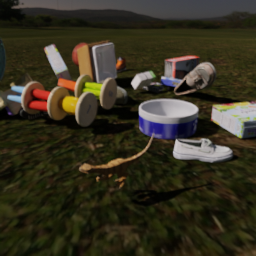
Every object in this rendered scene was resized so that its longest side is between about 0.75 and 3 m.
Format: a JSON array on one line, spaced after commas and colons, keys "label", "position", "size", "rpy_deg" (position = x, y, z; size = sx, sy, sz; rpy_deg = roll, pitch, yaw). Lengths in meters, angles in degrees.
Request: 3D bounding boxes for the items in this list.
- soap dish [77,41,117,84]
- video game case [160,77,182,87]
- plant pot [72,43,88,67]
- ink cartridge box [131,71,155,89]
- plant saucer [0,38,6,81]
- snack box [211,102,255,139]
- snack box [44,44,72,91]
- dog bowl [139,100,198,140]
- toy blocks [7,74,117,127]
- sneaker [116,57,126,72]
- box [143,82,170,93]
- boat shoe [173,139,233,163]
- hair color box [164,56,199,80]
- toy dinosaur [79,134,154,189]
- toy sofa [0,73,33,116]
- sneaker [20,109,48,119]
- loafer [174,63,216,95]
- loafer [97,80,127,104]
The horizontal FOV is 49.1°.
[{"label": "soap dish", "position": [-1.487, -3.135, 13.741], "size": [1.049, 2.033, 2.583], "rpy_deg": [2, 21, 19]}, {"label": "video game case", "position": [2.167, -2.133, 13.171], "size": [1.260, 0.286, 1.142], "rpy_deg": [11, 16, 5]}, {"label": "plant pot", "position": [-2.501, -4.417, 17.819], "size": [1.585, 1.585, 1.542], "rpy_deg": [-15, 34, -33]}, {"label": "ink cartridge box", "position": [0.671, -2.107, 12.413], "size": [0.895, 0.651, 0.376], "rpy_deg": [-20, 71, -34]}, {"label": "plant saucer", "position": [-4.961, -2.334, 9.486], "size": [0.367, 2.678, 2.678], "rpy_deg": [9, 23, 11]}, {"label": "snack box", "position": [3.924, -0.318, 8.588], "size": [2.173, 0.576, 1.545], "rpy_deg": [-7, 24, -15]}, {"label": "snack box", "position": [-2.793, -2.423, 11.414], "size": [0.501, 1.248, 1.479], "rpy_deg": [-28, 64, -9]}, {"label": "dog bowl", "position": [1.200, -0.298, 8.467], "size": [1.742, 0.686, 1.742], "rpy_deg": [0, 22, 0]}, {"label": "toy blocks", "position": [-2.172, -1.120, 9.219], "size": [2.924, 1.062, 2.437], "rpy_deg": [13, 31, 21]}, {"label": "sneaker", "position": [-0.617, -3.925, 17.304], "size": [0.574, 0.830, 1.481], "rpy_deg": [11, 24, 25]}, {"label": "box", "position": [1.311, -1.879, 13.028], "size": [0.806, 0.223, 1.006], "rpy_deg": [-17, 28, -37]}, {"label": "boat shoe", "position": [1.819, 0.513, 6.729], "size": [1.425, 0.476, 0.524], "rpy_deg": [-1, 22, -2]}, {"label": "hair color box", "position": [2.809, -3.003, 14.530], "size": [2.149, 1.192, 0.687], "rpy_deg": [-20, 29, -39]}, {"label": "toy dinosaur", "position": [-0.119, 0.678, 4.945], "size": [1.449, 0.770, 0.438], "rpy_deg": [-18, 56, -26]}, {"label": "toy sofa", "position": [-4.200, -1.066, 10.145], "size": [0.973, 1.146, 2.349], "rpy_deg": [-28, 15, 21]}, {"label": "sneaker", "position": [-3.299, -0.540, 9.594], "size": [0.590, 0.386, 1.021], "rpy_deg": [13, 15, 42]}, {"label": "loafer", "position": [2.602, -1.783, 11.158], "size": [0.805, 0.920, 2.560], "rpy_deg": [-32, 0, -12]}, {"label": "loafer", "position": [-0.830, -1.453, 11.259], "size": [0.694, 0.750, 1.993], "rpy_deg": [-11, 24, -36]}]
